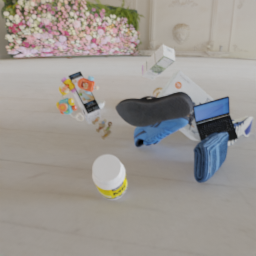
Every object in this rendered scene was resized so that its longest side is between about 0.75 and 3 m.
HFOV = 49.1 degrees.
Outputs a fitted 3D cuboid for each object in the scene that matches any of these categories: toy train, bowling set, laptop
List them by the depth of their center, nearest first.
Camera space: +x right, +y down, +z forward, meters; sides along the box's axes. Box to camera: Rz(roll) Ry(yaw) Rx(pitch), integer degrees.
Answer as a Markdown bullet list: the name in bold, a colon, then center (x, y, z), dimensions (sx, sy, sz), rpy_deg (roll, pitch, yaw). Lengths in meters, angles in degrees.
- **toy train**: center (-1.775, -1.003, 9.307), dimensions (1.264, 1.683, 0.468), rpy_deg (22, 24, 1)
- **laptop**: center (3.203, -0.185, 10.242), dimensions (1.338, 1.510, 0.780), rpy_deg (-16, -12, 6)
- **bowling set**: center (-0.913, -0.048, 10.277), dimensions (0.473, 0.882, 0.614), rpy_deg (-45, 9, -34)

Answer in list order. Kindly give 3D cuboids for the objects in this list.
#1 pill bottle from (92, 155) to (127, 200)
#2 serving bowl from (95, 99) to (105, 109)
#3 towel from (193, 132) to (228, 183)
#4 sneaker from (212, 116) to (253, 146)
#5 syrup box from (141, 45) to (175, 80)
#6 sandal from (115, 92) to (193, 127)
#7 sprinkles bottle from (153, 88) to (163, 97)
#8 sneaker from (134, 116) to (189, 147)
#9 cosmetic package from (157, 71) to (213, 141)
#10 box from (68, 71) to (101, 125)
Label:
- **pill bottle**: center (-0.458, 1.247, 7.055), dimensions (0.816, 1.427, 0.816), rpy_deg (-2, 62, 3)
- **serving bowl**: center (-1.990, -1.222, 15.551), dimensions (1.389, 0.457, 1.389), rpy_deg (-1, 20, 0)
- **towel**: center (2.533, 0.838, 8.430), dimensions (0.502, 1.154, 2.067), rpy_deg (5, 14, 32)
- **sneaker**: center (4.126, -0.064, 11.631), dimensions (2.269, 0.917, 1.311), rpy_deg (-19, 29, -39)
- **syrup box**: center (1.018, -2.240, 9.735), dimensions (0.506, 0.524, 1.286), rpy_deg (15, -30, -28)
- **sandal**: center (0.762, -0.572, 8.372), dimensions (2.523, 0.960, 0.540), rpy_deg (-3, 34, 34)
- **sprinkles bottle**: center (1.934, -1.704, 16.311), dimensions (0.861, 0.861, 2.524), rpy_deg (0, 19, 1)
- **sneaker**: center (1.119, 0.175, 9.918), dimensions (0.825, 0.981, 2.503), rpy_deg (27, -28, -31)
- **cosmetic package**: center (2.270, -0.840, 10.977), dimensions (2.291, 1.727, 0.592), rpy_deg (37, -9, -14)
- **box**: center (-1.817, -1.241, 11.693), dimensions (0.582, 1.937, 1.130), rpy_deg (-24, -17, -14)
